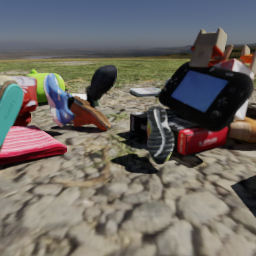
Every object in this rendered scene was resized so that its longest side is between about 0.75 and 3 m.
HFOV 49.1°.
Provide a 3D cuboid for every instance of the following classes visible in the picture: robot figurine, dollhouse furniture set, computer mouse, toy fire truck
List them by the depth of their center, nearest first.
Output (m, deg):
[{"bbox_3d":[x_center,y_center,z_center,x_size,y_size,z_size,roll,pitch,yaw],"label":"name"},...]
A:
[{"bbox_3d":[2.612,-1.833,7.951,2.048,1.066,2.070,22,-4,-43],"label":"dollhouse furniture set"},{"bbox_3d":[-3.906,-1.002,8.838,2.039,1.143,1.713,-2,49,-20],"label":"toy fire truck"},{"bbox_3d":[-1.085,-1.447,9.760,0.524,1.987,1.376,12,51,-33],"label":"computer mouse"},{"bbox_3d":[-3.802,-1.797,12.504,2.136,1.235,1.874,-15,40,-41],"label":"robot figurine"}]

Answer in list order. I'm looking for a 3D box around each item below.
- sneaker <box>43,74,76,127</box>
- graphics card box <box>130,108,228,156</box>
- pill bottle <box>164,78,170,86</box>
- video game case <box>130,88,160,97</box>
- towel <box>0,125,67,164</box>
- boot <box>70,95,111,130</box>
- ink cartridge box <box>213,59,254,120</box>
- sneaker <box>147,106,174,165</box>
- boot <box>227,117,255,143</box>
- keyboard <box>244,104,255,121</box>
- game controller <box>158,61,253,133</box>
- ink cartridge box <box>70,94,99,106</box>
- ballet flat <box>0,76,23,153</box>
[{"bbox_3d":[-1.996,-0.890,8.370,0.750,1.683,0.661,-23,-13,0],"label":"sneaker"},{"bbox_3d":[1.286,0.008,7.731,1.497,0.607,2.385,-11,21,-33],"label":"graphics card box"},{"bbox_3d":[2.657,-2.165,14.247,0.926,0.926,1.663,14,22,39],"label":"pill bottle"},{"bbox_3d":[1.010,-1.883,14.619,1.469,0.185,1.612,-5,17,-15],"label":"video game case"},{"bbox_3d":[-2.814,0.319,7.139,1.773,0.276,2.452,-7,17,-35],"label":"towel"},{"bbox_3d":[-1.269,-0.265,8.760,1.565,0.839,0.587,36,10,19],"label":"boot"},{"bbox_3d":[2.370,-0.970,8.372,0.840,1.449,2.488,21,-9,-23],"label":"ink cartridge box"},{"bbox_3d":[0.692,0.223,6.254,0.557,0.644,1.426,1,55,1],"label":"sneaker"},{"bbox_3d":[3.460,-0.043,7.792,1.453,0.718,1.871,8,11,10],"label":"boot"},{"bbox_3d":[4.067,-0.405,8.303,1.461,0.556,2.807,15,9,-34],"label":"keyboard"},{"bbox_3d":[1.852,-0.932,7.284,0.619,1.533,2.940,25,9,-29],"label":"game controller"},{"bbox_3d":[-2.012,-1.210,12.082,1.471,0.353,1.070,-2,18,-8],"label":"ink cartridge box"},{"bbox_3d":[-2.291,0.323,4.168,0.893,2.373,0.805,9,-13,12],"label":"ballet flat"}]
